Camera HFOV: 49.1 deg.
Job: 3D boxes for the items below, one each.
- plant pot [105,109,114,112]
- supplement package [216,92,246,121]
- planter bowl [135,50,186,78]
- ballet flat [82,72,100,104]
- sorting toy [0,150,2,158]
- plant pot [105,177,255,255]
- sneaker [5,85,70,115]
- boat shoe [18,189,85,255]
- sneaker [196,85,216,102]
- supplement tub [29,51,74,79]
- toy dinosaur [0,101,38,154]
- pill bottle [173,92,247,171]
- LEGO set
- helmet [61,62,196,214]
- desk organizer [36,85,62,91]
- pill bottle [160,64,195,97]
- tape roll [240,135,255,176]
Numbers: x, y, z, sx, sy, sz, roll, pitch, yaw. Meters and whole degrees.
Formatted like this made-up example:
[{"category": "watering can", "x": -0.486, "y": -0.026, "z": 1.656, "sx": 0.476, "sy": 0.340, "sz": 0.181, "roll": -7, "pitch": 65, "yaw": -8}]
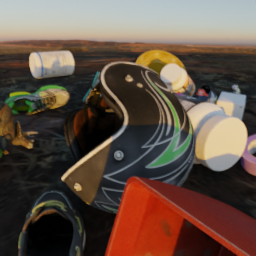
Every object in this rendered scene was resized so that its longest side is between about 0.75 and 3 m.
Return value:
[{"category": "plant pot", "x": -0.449, "y": -0.536, "z": 9.782, "sx": 1.392, "sy": 1.275, "sz": 1.392, "roll": 2, "pitch": 21, "yaw": -1}, {"category": "supplement package", "x": 3.864, "y": -0.692, "z": 10.653, "sx": 0.953, "sy": 0.965, "sz": 1.591, "roll": 13, "pitch": 23, "yaw": 19}, {"category": "planter bowl", "x": 1.618, "y": -2.661, "z": 15.191, "sx": 2.892, "sy": 2.892, "sz": 1.205, "roll": -6, "pitch": -21, "yaw": -16}, {"category": "ballet flat", "x": -1.566, "y": -1.854, "z": 13.340, "sx": 0.607, "sy": 1.687, "sz": 0.607, "roll": 28, "pitch": 19, "yaw": -10}, {"category": "sorting toy", "x": -4.079, "y": 1.033, "z": 6.008, "sx": 1.715, "sy": 1.172, "sz": 2.855, "roll": 17, "pitch": 8, "yaw": 2}, {"category": "plant pot", "x": 0.931, "y": 1.708, "z": 2.690, "sx": 1.675, "sy": 1.899, "sz": 1.900, "roll": 9, "pitch": 11, "yaw": -40}, {"category": "sneaker", "x": -3.826, "y": -1.052, "z": 12.045, "sx": 2.753, "sy": 1.074, "sz": 1.173, "roll": -15, "pitch": 30, "yaw": -15}, {"category": "boat shoe", "x": -1.131, "y": 1.630, "z": 4.296, "sx": 0.979, "sy": 0.827, "sz": 2.746, "roll": -6, "pitch": 20, "yaw": -14}, {"category": "sneaker", "x": 3.947, "y": -1.747, "z": 13.973, "sx": 0.767, "sy": 0.865, "sz": 2.046, "roll": 10, "pitch": 21, "yaw": 28}, {"category": "supplement tub", "x": -5.785, "y": -4.803, "z": 21.225, "sx": 2.885, "sy": 1.903, "sz": 1.903, "roll": -14, "pitch": 24, "yaw": -34}, {"category": "toy dinosaur", "x": -3.474, "y": -0.116, "z": 7.612, "sx": 0.936, "sy": 2.433, "sz": 1.244, "roll": 3, "pitch": 49, "yaw": 12}, {"category": "pill bottle", "x": 1.664, "y": 0.000, "z": 7.718, "sx": 1.654, "sy": 1.654, "sz": 2.843, "roll": -10, "pitch": 21, "yaw": -26}, {"category": "LEGO set", "x": 4.384, "y": -1.281, "z": 13.014, "sx": 1.752, "sy": 0.806, "sz": 0.652, "roll": -26, "pitch": 9, "yaw": -11}, {"category": "helmet", "x": 0.010, "y": 0.333, "z": 5.465, "sx": 2.669, "sy": 2.669, "sz": 2.545, "roll": -5, "pitch": 64, "yaw": -15}, {"category": "desk organizer", "x": -4.172, "y": -1.915, "z": 14.970, "sx": 0.485, "sy": 0.521, "sz": 1.353, "roll": 18, "pitch": 26, "yaw": 42}, {"category": "pill bottle", "x": 2.339, "y": -2.146, "z": 13.235, "sx": 1.162, "sy": 1.162, "sz": 1.997, "roll": 13, "pitch": -10, "yaw": 32}, {"category": "tape roll", "x": 3.390, "y": 0.674, "z": 7.001, "sx": 1.091, "sy": 0.464, "sz": 1.091, "roll": -14, "pitch": 37, "yaw": 11}]
